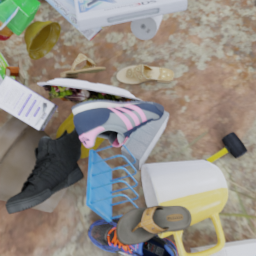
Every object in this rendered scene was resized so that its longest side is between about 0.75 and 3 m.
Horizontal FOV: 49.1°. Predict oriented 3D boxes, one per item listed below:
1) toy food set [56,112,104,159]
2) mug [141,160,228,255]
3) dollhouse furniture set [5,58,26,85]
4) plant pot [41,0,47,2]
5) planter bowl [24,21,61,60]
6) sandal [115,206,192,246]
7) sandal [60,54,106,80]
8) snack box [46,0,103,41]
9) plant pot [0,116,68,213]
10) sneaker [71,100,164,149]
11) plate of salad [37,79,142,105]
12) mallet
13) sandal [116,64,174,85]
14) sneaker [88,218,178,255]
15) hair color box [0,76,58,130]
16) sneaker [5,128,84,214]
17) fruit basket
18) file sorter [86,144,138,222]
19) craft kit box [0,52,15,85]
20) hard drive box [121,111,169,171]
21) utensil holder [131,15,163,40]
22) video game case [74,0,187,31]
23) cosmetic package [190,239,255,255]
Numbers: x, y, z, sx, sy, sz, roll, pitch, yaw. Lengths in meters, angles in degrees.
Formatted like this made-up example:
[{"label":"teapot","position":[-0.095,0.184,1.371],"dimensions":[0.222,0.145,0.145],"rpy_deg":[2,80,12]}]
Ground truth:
[{"label":"toy food set","position":[-1.534,-0.024,10.348],"dimensions":[1.511,0.839,2.569],"rpy_deg":[44,77,-12]},{"label":"mug","position":[1.838,2.282,8.809],"dimensions":[2.286,2.230,2.784],"rpy_deg":[-12,92,-9]},{"label":"dollhouse furniture set","position":[-4.115,-1.828,7.797],"dimensions":[2.247,2.223,1.158],"rpy_deg":[-5,64,-31]},{"label":"plant pot","position":[-3.768,-7.062,12.077],"dimensions":[2.848,2.848,2.472],"rpy_deg":[-30,88,-11]},{"label":"planter bowl","position":[-2.927,-2.993,9.135],"dimensions":[0.614,1.474,1.474],"rpy_deg":[39,74,3]},{"label":"sandal","position":[0.594,1.979,5.879],"dimensions":[1.759,0.480,0.719],"rpy_deg":[-2,62,-16]},{"label":"sandal","position":[-1.488,-1.936,8.573],"dimensions":[0.705,1.922,0.632],"rpy_deg":[-9,94,-46]},{"label":"snack box","position":[-1.971,-4.281,9.233],"dimensions":[0.691,2.608,1.855],"rpy_deg":[-38,31,22]},{"label":"plant pot","position":[-3.078,1.350,8.956],"dimensions":[2.510,2.893,2.893],"rpy_deg":[33,72,-7]},{"label":"sneaker","position":[-0.111,-0.063,6.759],"dimensions":[2.575,0.903,1.056],"rpy_deg":[-4,77,-35]},{"label":"plate of salad","position":[-1.034,-0.812,7.731],"dimensions":[2.887,2.887,0.693],"rpy_deg":[10,93,4]},{"label":"mallet","position":[2.999,1.278,9.989],"dimensions":[2.776,0.571,0.914],"rpy_deg":[-37,73,-8]},{"label":"sandal","position":[0.686,-2.259,11.116],"dimensions":[2.330,0.766,0.854],"rpy_deg":[2,70,1]},{"label":"sneaker","position":[0.175,3.517,8.756],"dimensions":[2.968,1.164,1.118],"rpy_deg":[12,69,4]},{"label":"hair color box","position":[-2.724,-0.631,7.413],"dimensions":[1.459,0.473,0.797],"rpy_deg":[31,88,0]},{"label":"sneaker","position":[-2.109,0.953,7.270],"dimensions":[0.871,2.901,1.513],"rpy_deg":[-21,90,31]},{"label":"fruit basket","position":[-3.682,-3.167,8.325],"dimensions":[2.109,0.989,1.954],"rpy_deg":[-23,36,26]},{"label":"file sorter","position":[-0.340,1.331,7.012],"dimensions":[0.956,1.081,1.557],"rpy_deg":[-19,46,18]},{"label":"craft kit box","position":[-5.796,-1.847,11.098],"dimensions":[2.422,0.595,2.452],"rpy_deg":[-32,73,-9]},{"label":"hard drive box","position":[0.584,0.364,9.755],"dimensions":[0.739,1.499,1.923],"rpy_deg":[31,72,12]},{"label":"utensil holder","position":[0.624,-3.616,9.376],"dimensions":[0.954,0.954,1.122],"rpy_deg":[14,47,5]},{"label":"video game case","position":[-0.146,-3.687,7.646],"dimensions":[2.681,0.324,2.941],"rpy_deg":[-12,46,-3]},{"label":"cosmetic package","position":[3.162,4.016,8.568],"dimensions":[2.206,1.187,0.936],"rpy_deg":[-6,69,-1]}]
